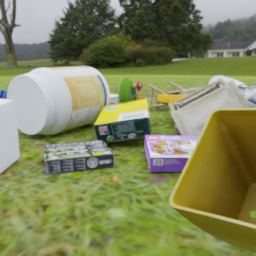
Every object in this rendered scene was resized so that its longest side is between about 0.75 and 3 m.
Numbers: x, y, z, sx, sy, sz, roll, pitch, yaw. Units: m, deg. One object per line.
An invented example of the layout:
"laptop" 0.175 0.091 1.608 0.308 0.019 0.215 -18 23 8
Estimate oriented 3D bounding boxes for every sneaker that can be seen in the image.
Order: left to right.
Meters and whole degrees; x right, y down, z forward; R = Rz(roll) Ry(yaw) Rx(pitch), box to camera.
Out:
"sneaker" 4.146 -1.256 10.033 2.935 1.103 1.687 39 0 27

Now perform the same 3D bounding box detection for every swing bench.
"swing bench" 2.248 -1.442 13.491 1.947 1.263 1.937 18 21 39
"swing bench" 2.193 -0.460 7.820 1.805 1.177 1.815 -28 8 11

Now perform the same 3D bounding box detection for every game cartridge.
"game cartridge" 2.763 -0.792 10.722 2.311 0.425 2.622 10 0 43

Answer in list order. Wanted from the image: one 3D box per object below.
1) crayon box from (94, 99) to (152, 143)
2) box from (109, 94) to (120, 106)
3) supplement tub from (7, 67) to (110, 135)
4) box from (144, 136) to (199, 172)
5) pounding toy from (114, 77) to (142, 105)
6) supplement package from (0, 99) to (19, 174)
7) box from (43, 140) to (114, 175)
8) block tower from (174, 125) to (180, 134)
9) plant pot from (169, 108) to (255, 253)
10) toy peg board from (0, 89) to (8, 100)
"crayon box" -0.081 -0.270 8.545 1.509 0.604 2.377 -8 18 6
"box" -1.610 -1.253 13.526 1.712 0.706 2.918 -13 14 -30
"supplement tub" -2.223 -0.953 9.372 2.110 2.110 2.917 8 16 32
"box" 1.380 0.573 6.452 1.910 0.373 1.307 1 19 -2
"pounding toy" 0.167 -1.208 10.902 0.787 1.310 1.697 -1 55 20
"supplement package" -3.796 0.167 5.825 2.471 1.449 1.444 3 16 5
"box" -1.187 0.648 6.514 1.486 0.329 1.191 -4 15 -18
"block tower" 2.988 -0.161 8.862 2.953 0.854 0.798 3 13 19
"plant pot" 1.375 0.633 2.716 1.260 1.112 1.260 2 49 43
"toy peg board" -4.716 -1.293 11.927 2.009 0.987 2.017 16 0 -40
